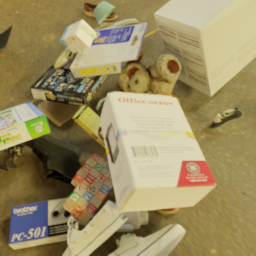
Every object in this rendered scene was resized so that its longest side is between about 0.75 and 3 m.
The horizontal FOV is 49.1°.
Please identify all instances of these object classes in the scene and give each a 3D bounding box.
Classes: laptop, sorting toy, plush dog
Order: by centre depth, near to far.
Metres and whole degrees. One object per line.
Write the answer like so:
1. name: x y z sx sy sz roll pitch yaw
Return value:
1. plush dog: 0.619 -1.630 9.793 1.938 2.256 1.810 18 20 2
2. sorting toy: -2.288 -0.799 9.983 1.329 0.262 1.436 35 64 26
3. laptop: -6.012 -3.370 11.360 2.169 1.257 2.031 22 54 16

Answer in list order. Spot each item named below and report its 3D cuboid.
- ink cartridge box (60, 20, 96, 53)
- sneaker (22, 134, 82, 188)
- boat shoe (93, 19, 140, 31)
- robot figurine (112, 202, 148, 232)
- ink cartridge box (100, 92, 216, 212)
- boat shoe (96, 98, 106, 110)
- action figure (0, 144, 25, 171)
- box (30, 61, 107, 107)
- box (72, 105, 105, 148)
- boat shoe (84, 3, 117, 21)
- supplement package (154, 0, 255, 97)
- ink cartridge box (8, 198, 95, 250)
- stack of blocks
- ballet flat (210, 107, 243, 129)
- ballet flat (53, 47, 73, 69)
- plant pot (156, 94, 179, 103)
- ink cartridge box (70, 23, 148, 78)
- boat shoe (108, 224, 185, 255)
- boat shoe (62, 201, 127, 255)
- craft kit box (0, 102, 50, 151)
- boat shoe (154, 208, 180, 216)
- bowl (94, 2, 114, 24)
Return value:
1. ink cartridge box: -1.649 -3.073 9.430 1.042 0.669 0.652 -2 61 45
2. sneaker: -2.235 0.923 8.136 2.299 0.690 1.199 20 49 -5
3. boat shoe: -0.846 -4.024 11.966 2.972 1.111 1.017 -31 64 -21
4. robot figurine: -0.108 2.262 7.235 1.227 0.693 1.041 -3 22 0
5. ink cartridge box: 0.565 0.511 6.891 2.047 1.187 2.774 3 47 -21
6. boat shoe: -0.745 -0.794 9.694 0.423 0.330 0.933 25 29 9
7. action figure: -3.551 0.742 8.541 0.644 0.553 1.083 -7 49 4
8. box: -2.009 -1.617 9.848 2.022 0.506 2.037 12 44 12
9. box: -0.998 -0.020 8.677 1.438 0.360 0.541 43 62 -18
10. boat shoe: -1.381 -5.706 13.602 1.754 0.631 0.633 22 55 17
11. supplement package: 2.821 -3.222 9.574 2.713 2.837 2.086 -41 48 -10
12. ink cartridge box: -1.925 2.417 7.272 2.109 0.466 0.992 -8 52 -6
13. stack of blocks: -0.991 1.533 7.362 0.959 0.488 1.666 35 39 3
14. ballet flat: 3.129 -0.352 9.122 1.143 0.418 0.418 -27 41 35
15. ballet flat: -2.268 -2.540 10.107 0.370 0.401 1.188 24 58 -2
16. plant pot: 1.082 -0.553 8.725 0.965 0.675 0.965 -2 36 2
17. ink cartridge box: -0.557 -2.737 9.772 2.372 0.557 2.344 0 47 18
18. boat shoe: 0.054 2.984 6.554 2.821 1.015 0.927 -31 55 -17
19. boat shoe: -1.072 2.461 6.495 2.124 0.785 0.905 -44 80 9
20. craft kit box: -3.676 0.056 7.788 2.514 0.618 2.546 -19 20 -21
21. boat shoe: 0.820 1.001 8.065 1.043 0.979 2.898 -12 53 -9
22. bowl: -1.008 -4.575 10.971 0.470 0.898 0.898 46 57 -13
